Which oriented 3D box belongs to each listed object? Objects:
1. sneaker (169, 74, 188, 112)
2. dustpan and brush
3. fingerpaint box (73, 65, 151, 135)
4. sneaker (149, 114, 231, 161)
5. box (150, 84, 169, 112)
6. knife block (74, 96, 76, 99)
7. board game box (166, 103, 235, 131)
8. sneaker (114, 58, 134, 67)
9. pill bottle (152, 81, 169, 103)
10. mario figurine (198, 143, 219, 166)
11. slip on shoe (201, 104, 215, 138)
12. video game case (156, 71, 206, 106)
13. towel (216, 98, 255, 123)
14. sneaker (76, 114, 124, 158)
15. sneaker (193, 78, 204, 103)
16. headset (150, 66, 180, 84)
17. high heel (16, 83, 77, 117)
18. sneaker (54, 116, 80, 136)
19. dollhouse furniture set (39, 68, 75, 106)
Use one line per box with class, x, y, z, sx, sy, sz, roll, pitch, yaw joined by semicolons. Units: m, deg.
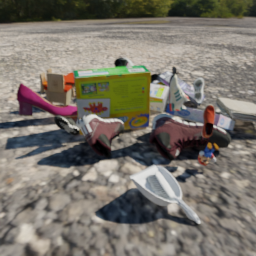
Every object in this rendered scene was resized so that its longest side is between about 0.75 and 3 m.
sneaker;1.535;-1.056;8.496;0.585;1.251;0.440;2;35;9
dustpan and brush;0.935;1.507;6.277;1.159;0.475;1.661;-14;62;-51
fingerpaint box;-0.554;-0.991;9.844;2.530;2.111;0.928;-7;29;-11
sneaker;1.770;0.522;8.445;2.464;0.932;1.423;14;49;12
box;0.875;-1.327;11.804;1.495;0.758;0.841;13;49;17
knife block;-1.731;-1.449;11.886;1.103;0.968;0.353;-39;60;-14
board game box;2.530;-0.361;9.691;1.831;0.399;1.840;16;4;35
sneaker;-0.220;-2.531;13.456;1.038;0.966;2.405;-3;48;-33
pill bottle;1.640;-1.712;12.947;0.798;0.798;1.437;-13;28;-25
mario figurine;2.136;0.772;7.488;0.477;0.773;0.410;32;49;15
slip on shoe;2.249;-0.185;7.773;0.351;0.948;0.290;9;-2;-6
video game case;2.383;-1.777;12.317;2.152;0.204;1.538;36;28;8
towel;4.286;-0.638;10.510;1.589;0.413;2.397;11;19;3
sneaker;-0.681;0.363;8.780;2.166;0.820;1.251;8;52;-57
sneaker;2.280;-1.194;9.090;0.338;0.432;0.869;5;70;20
headset;1.875;-2.571;14.328;1.565;1.191;2.535;-7;15;-13
high heel;-2.899;-1.030;10.689;2.513;1.208;0.847;0;6;-26
sneaker;-1.956;-0.160;8.757;0.356;1.070;0.484;-35;52;11
dollhouse furniture set;-2.766;-2.130;12.904;2.795;1.440;2.765;7;26;7
